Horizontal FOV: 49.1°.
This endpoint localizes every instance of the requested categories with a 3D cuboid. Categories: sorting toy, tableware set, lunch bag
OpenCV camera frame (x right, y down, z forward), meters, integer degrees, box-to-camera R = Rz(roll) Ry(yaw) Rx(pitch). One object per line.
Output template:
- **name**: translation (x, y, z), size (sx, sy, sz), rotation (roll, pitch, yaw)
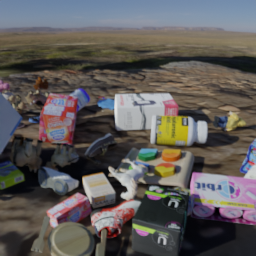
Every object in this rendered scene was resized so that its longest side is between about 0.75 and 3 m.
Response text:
- **sorting toy**: translation (0.971, 1.240, 9.681), size (2.378, 0.434, 2.201), rotation (4, 23, 19)
- **tableware set**: translation (-1.314, 2.955, 5.731), size (1.525, 0.462, 2.308), rotation (16, 28, -8)
- **lunch bag**: translation (5.284, 1.220, 9.319), size (2.362, 1.111, 1.778), rotation (27, 31, 30)

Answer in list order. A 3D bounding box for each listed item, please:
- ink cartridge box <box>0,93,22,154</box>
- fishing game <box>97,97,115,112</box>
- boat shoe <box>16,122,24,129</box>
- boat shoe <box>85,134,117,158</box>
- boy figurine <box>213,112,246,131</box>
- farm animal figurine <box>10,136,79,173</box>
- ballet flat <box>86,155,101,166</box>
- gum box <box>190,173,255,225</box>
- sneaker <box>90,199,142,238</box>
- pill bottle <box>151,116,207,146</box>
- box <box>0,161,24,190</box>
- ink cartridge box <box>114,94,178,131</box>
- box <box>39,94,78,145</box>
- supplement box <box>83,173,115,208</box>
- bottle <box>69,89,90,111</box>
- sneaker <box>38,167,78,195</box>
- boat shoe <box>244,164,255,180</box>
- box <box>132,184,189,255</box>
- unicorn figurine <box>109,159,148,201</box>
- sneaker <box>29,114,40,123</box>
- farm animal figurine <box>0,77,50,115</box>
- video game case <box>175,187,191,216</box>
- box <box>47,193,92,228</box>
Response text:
- **ink cartridge box**: translation (-4.996, 0.383, 8.487), size (2.914, 1.234, 2.106), rotation (-24, 29, 15)
- **fishing game**: translation (-0.955, -1.288, 15.879), size (1.594, 0.346, 2.226), rotation (-2, 26, -15)
- **boat shoe**: translation (-5.577, -0.164, 13.136), size (1.310, 0.395, 0.484), rotation (-7, 17, -19)
- **boat shoe**: translation (-0.992, 0.734, 10.672), size (0.519, 0.627, 1.745), rotation (42, 29, 9)
- **boy figurine**: translation (4.682, -0.305, 12.790), size (1.498, 0.931, 0.483), rotation (-1, 22, -12)
- **farm animal figurine**: translation (-2.827, 1.018, 9.585), size (2.282, 1.147, 1.843), rotation (11, -5, -23)
- **ballet flat**: translation (-1.291, 1.193, 10.275), size (0.282, 0.194, 0.837), rotation (9, 8, -45)
- **gum box**: translation (2.690, 1.910, 7.593), size (1.900, 0.628, 1.078), rotation (5, 39, 7)
- **sneaker**: translation (-0.183, 2.352, 7.172), size (1.475, 0.493, 0.791), rotation (-10, 26, -14)
- **pill bottle**: translation (2.040, 0.133, 11.434), size (2.173, 1.209, 1.209), rotation (3, 23, 5)
- **box**: translation (-4.117, 1.522, 9.336), size (0.794, 0.310, 1.302), rotation (-19, 30, -39)
- **ink cartridge box**: translation (0.781, -0.822, 13.658), size (2.853, 1.203, 2.065), rotation (-2, 23, -4)
- **box**: translation (-3.009, -0.458, 12.384), size (1.360, 1.302, 2.728), rotation (7, 24, -10)
- **supplement box**: translation (-0.890, 1.847, 8.374), size (0.680, 0.397, 1.079), rotation (-8, 28, -22)
- **bottle**: translation (-3.004, -1.253, 14.916), size (0.764, 0.978, 2.340), rotation (-32, 10, 39)
- **sneaker**: translation (-2.258, 1.657, 8.880), size (1.612, 0.601, 0.702), rotation (20, 13, 35)
- **boat shoe**: translation (4.518, 1.942, 7.667), size (1.047, 1.063, 2.998), rotation (-37, 37, -14)
- **box**: translation (0.825, 2.243, 6.833), size (1.112, 0.931, 1.497), rotation (8, 24, 18)
- **unicorn figurine**: translation (0.006, 1.495, 8.303), size (1.170, 0.629, 1.704), rotation (23, 46, 30)
- **sneaker**: translation (-4.370, -0.529, 13.952), size (1.125, 0.438, 0.394), rotation (-4, 24, -9)
- **farm animal figurine**: translation (-5.245, -1.441, 14.288), size (2.553, 2.062, 1.284), rotation (-12, 58, -14)
- **video game case**: translation (1.644, 2.101, 8.213), size (0.914, 0.111, 1.005), rotation (-17, 29, -35)
- **box**: translation (-1.532, 2.205, 7.344), size (1.010, 0.478, 0.518), rotation (-26, 24, -39)
